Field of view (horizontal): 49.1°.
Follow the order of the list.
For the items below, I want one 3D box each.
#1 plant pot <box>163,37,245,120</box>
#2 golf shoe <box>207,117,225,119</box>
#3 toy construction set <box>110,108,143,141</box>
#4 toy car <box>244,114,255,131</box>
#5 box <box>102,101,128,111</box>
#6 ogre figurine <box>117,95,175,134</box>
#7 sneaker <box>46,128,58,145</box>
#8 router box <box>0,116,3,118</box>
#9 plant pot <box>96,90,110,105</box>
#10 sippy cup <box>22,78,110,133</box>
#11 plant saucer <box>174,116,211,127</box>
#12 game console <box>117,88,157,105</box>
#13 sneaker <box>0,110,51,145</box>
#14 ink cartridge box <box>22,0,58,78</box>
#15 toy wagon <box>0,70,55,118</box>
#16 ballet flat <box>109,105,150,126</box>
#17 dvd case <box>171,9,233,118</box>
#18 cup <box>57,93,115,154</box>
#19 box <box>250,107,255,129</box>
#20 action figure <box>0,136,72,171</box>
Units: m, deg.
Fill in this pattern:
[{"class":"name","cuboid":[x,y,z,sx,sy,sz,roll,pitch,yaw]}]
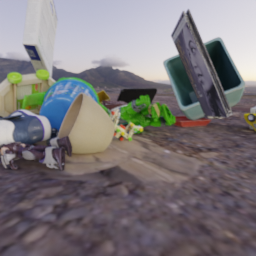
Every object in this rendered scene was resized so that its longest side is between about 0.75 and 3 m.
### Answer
[{"class":"plant pot","cuboid":[2.922,-1.540,10.689,2.240,2.246,2.288,-22,-26,13]},{"class":"golf shoe","cuboid":[4.160,-0.596,13.303,0.879,0.339,0.387,-3,16,-13]},{"class":"toy construction set","cuboid":[-0.149,-0.027,7.925,1.087,0.712,0.501,40,8,-32]},{"class":"toy car","cuboid":[5.314,-0.014,8.527,2.737,0.649,2.909,0,9,0]},{"class":"box","cuboid":[-0.558,-0.740,12.482,1.123,0.840,2.242,2,7,-9]},{"class":"ogre figurine","cuboid":[0.552,-0.418,9.113,1.336,1.094,2.229,-11,0,31]},{"class":"sneaker","cuboid":[-1.987,0.260,7.364,0.403,0.442,1.092,-3,9,-21]},{"class":"router box","cuboid":[-5.353,-0.872,13.599,2.199,0.753,2.948,-6,10,-32]},{"class":"plant pot","cuboid":[-1.460,-1.402,15.169,0.770,0.787,0.765,-27,58,-19]},{"class":"sippy cup","cuboid":[-1.852,-0.501,8.566,2.398,1.883,1.757,-21,18,6]},{"class":"plant saucer","cuboid":[2.325,-0.258,11.281,1.447,0.266,1.444,-4,10,-23]},{"class":"game console","cuboid":[-0.020,-1.398,14.874,2.440,1.420,2.146,-6,11,-38]},{"class":"sneaker","cuboid":[-3.177,0.080,7.048,2.238,0.902,1.639,5,13,45]},{"class":"ink cartridge box","cuboid":[-3.057,-3.445,9.962,0.529,2.608,2.603,4,-15,-5]},{"class":"toy wagon","cuboid":[-3.038,-1.024,9.323,2.524,1.958,0.499,-16,51,-34]},{"class":"ballet flat","cuboid":[0.244,-0.521,11.091,2.544,0.810,0.857,-4,2,-24]},{"class":"dvd case","cuboid":[1.700,-1.408,6.833,0.196,2.457,1.827,-23,2,2]},{"class":"cup","cuboid":[-0.930,0.038,6.572,1.024,1.432,1.432,26,-1,-22]},{"class":"box","cuboid":[4.894,-0.343,10.110,0.789,0.793,0.679,7,14,38]},{"class":"action figure","cuboid":[-1.978,0.514,5.582,1.607,0.557,1.045,-2,15,12]}]
